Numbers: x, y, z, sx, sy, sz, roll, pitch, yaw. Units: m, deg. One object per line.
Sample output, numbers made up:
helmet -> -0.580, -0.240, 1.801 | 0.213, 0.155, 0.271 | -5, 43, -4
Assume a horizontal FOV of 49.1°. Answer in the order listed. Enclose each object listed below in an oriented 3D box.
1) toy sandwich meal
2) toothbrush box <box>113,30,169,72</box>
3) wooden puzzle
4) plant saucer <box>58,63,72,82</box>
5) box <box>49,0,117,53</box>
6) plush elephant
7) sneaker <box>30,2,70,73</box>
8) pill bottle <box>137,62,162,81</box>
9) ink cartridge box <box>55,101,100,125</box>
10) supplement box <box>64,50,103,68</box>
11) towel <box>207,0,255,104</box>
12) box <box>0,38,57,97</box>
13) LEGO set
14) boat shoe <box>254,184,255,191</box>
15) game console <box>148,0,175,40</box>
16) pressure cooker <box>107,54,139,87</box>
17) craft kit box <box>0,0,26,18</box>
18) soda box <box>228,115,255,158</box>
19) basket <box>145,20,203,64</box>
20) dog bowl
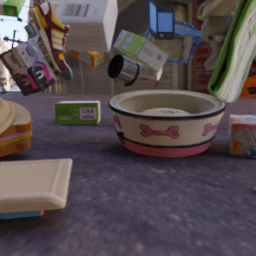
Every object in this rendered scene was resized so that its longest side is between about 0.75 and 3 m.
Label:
toy sandwich meal -> -3.449, 0.176, 5.594 | 2.915, 0.998, 2.915 | -4, 30, 2
toothbrush box -> 0.302, -1.912, 6.953 | 0.834, 0.493, 1.146 | 24, 9, -41
wooden puzzle -> -1.832, 0.807, 3.773 | 2.042, 0.411, 2.207 | -2, 4, -9
plant saucer -> -2.240, -2.035, 9.977 | 0.785, 0.785, 0.141 | 9, 40, 47
box -> -1.288, -3.187, 8.020 | 1.706, 1.715, 1.121 | 6, -28, 6
plush elephant -> 2.550, -2.132, 6.566 | 1.931, 2.494, 2.054 | 0, -7, 30
sneaker -> -1.659, -2.104, 6.661 | 0.745, 1.653, 0.620 | -24, 43, -8
pill bottle -> 0.758, -2.571, 12.238 | 1.330, 0.761, 0.761 | 15, 12, 16
ink cartridge box -> -2.086, -0.727, 12.328 | 1.738, 0.891, 2.351 | -1, 7, -2
supplement box -> -1.803, -3.020, 10.861 | 1.832, 0.630, 0.609 | 33, 52, 20
towel -> 1.772, -1.138, 4.400 | 0.318, 1.547, 2.073 | 20, 10, 23
box -> -2.720, -1.630, 7.653 | 0.853, 1.291, 0.741 | -8, 31, 34
LEGO set -> -3.352, -2.750, 9.080 | 1.163, 1.557, 0.382 | -31, -1, 8
boat shoe -> 2.186, 0.809, 3.893 | 0.787, 0.283, 0.284 | 4, 9, 24
game console -> 1.054, -3.407, 8.785 | 0.948, 1.111, 0.657 | 0, -2, -4
pressure cooker -> -0.109, -2.289, 11.279 | 1.182, 1.040, 1.056 | 15, 37, -34
craft kit box -> -3.235, -3.095, 6.685 | 1.379, 0.339, 1.396 | 1, 42, -9
soda box -> 2.850, 0.132, 6.875 | 0.697, 0.750, 2.192 | 3, 9, 19
basket -> 1.549, -3.226, 10.337 | 2.025, 1.597, 2.296 | 8, 4, -7
dog bowl -> 0.902, -0.188, 6.895 | 2.762, 1.019, 2.762 | 0, 18, 0
